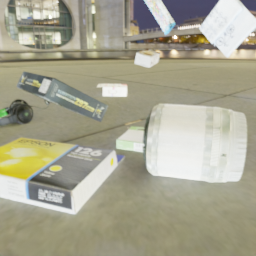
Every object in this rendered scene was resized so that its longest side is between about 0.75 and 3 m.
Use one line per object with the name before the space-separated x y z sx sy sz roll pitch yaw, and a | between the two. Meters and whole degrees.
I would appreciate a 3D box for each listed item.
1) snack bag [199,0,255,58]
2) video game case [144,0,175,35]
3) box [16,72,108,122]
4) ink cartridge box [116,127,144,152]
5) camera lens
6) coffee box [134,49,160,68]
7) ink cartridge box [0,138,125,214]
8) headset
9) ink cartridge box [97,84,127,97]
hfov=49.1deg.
snack bag | 4.001 -4.109 11.318 0.212 1.869 1.982 -12 62 -40
video game case | 1.090 -4.288 10.218 0.148 1.657 1.186 -34 5 -2
box | -1.648 -0.786 6.864 1.543 0.499 1.956 26 -3 -40
ink cartridge box | 0.311 0.326 8.551 0.940 0.310 1.291 7 19 20
camera lens | 1.428 0.328 6.316 2.067 1.654 1.654 5 18 13
coffee box | 0.853 -3.040 12.177 0.698 0.487 1.221 21 30 16
ink cartridge box | -1.797 0.796 6.627 2.749 0.654 2.782 6 20 18
headset | -4.165 -0.788 10.781 2.293 1.077 1.416 -21 26 -23
ink cartridge box | -0.906 -2.133 15.829 1.648 0.556 0.960 2 18 1
